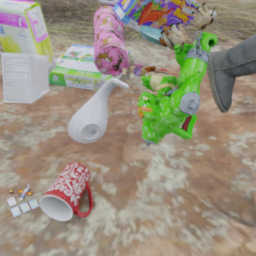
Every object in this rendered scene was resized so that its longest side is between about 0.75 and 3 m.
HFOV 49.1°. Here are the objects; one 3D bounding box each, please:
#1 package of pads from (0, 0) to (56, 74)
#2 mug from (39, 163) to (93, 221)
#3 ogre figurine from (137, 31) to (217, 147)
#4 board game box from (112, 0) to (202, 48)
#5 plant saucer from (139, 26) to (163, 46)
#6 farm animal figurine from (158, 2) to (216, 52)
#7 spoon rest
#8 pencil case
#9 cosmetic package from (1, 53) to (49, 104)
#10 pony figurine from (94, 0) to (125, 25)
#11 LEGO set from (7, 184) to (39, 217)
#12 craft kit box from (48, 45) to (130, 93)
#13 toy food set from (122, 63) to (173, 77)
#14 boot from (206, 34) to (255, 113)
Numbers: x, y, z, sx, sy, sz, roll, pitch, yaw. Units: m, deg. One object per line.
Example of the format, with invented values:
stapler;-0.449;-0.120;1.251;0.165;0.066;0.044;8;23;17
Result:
package of pads;-3.198;-2.772;8.637;1.663;2.152;0.734;18;47;24
mug;-1.454;1.658;7.129;0.865;1.151;1.296;-24;23;30
ogre figurine;0.735;-0.508;4.753;2.131;1.046;1.278;-24;44;44
board game box;1.003;-3.783;8.951;2.612;1.756;0.585;8;44;-50
plant saucer;0.697;-2.314;7.126;0.965;0.173;0.965;15;34;-11
farm animal figurine;1.388;-2.087;6.132;1.311;0.659;1.059;-32;3;4
spoon rest;-0.731;-0.403;6.867;0.980;1.972;0.598;23;25;-35
pencil case;-0.609;-2.951;9.416;1.223;1.170;2.826;29;36;-31
cosmetic package;-2.506;-1.324;7.089;0.653;1.064;2.579;2;12;-8
pony figurine;-0.330;-4.831;10.813;2.089;2.017;1.740;33;48;-12
LEGO set;-2.766;1.822;7.230;0.637;0.209;0.853;-20;43;-28
craft kit box;-1.704;-2.761;12.585;2.967;0.720;2.930;11;37;13
toy food set;0.575;-1.719;8.322;1.473;0.232;0.936;3;27;-5
boot;3.383;-1.546;7.699;2.247;2.043;0.815;-12;17;30
